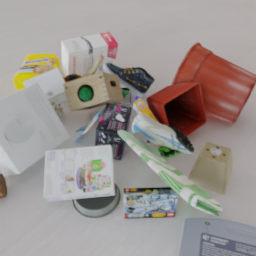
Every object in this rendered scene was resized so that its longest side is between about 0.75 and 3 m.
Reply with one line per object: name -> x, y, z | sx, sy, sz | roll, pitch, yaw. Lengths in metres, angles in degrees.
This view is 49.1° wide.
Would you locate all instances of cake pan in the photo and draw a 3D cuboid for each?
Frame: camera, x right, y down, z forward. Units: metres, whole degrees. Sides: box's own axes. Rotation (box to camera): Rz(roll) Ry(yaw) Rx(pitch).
cake pan -> -0.928, 1.944, 8.155 | 1.421, 0.261, 1.421 | -1, 41, 1

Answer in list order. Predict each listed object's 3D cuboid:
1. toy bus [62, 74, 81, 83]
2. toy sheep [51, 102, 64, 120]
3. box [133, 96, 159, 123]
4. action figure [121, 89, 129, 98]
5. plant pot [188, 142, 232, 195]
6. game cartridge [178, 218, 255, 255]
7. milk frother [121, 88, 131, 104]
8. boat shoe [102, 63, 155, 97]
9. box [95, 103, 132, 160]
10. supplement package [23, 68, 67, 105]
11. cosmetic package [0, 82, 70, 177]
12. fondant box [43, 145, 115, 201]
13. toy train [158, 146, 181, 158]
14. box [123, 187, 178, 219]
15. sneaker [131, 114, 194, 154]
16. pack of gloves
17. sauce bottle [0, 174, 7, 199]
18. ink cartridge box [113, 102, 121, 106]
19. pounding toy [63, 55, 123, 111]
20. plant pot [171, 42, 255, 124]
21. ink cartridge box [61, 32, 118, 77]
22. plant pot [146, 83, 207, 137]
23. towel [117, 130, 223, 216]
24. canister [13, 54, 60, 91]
toy bus -> -2.949, -2.027, 13.249 | 1.522, 1.033, 1.461 | -14, 24, -15
toy sheep -> -2.960, -0.590, 11.362 | 0.763, 0.763, 1.106 | -11, 26, -15
box -> 0.690, -0.319, 9.973 | 0.373, 1.072, 1.800 | -37, 85, -5
action figure -> -0.593, -1.504, 12.082 | 1.405, 0.830, 0.384 | 4, 56, 23
plant pot -> 2.622, 1.147, 8.697 | 1.175, 1.041, 1.176 | 17, 40, 22
game cartridge -> 2.589, 3.078, 6.475 | 2.803, 0.573, 1.866 | 10, 41, 14
milk frother -> -0.295, -1.579, 12.496 | 0.867, 0.922, 0.832 | 2, 72, 3
boat shoe -> 0.050, -2.452, 12.619 | 2.319, 1.052, 0.820 | 33, 32, -12
box -> -0.496, 0.112, 9.997 | 1.013, 1.167, 1.766 | 11, 36, 3
supplement package -> -3.339, -1.564, 11.709 | 1.515, 0.840, 1.180 | -27, 74, -11
cosmetic package -> -3.459, 0.041, 9.026 | 1.328, 2.153, 2.160 | -15, 18, 46
fondant box -> -1.371, 1.282, 7.966 | 1.905, 0.555, 1.374 | -6, 63, 0
toy train -> 1.336, 0.805, 9.799 | 1.652, 0.345, 0.466 | -18, 28, -24
box -> 0.584, 2.024, 7.534 | 1.417, 0.970, 0.283 | -1, 35, -2
sneaker -> 1.047, 0.278, 8.511 | 2.027, 0.734, 0.728 | 28, 28, -1
pack of gloves -> -1.494, -0.194, 10.443 | 0.306, 1.303, 1.551 | 42, 40, -8
sauce bottle -> -4.764, 1.903, 7.882 | 2.440, 0.805, 0.805 | -13, 38, -15
ink cartridge box -> -0.612, -0.856, 12.041 | 0.660, 0.380, 0.904 | -4, 36, -6
pounding toy -> -1.298, -1.620, 10.778 | 1.990, 1.537, 2.161 | -13, 1, 18
plant pot -> 3.498, -1.639, 11.365 | 2.711, 2.787, 2.787 | 29, 44, 19
ink cartridge box -> -2.021, -3.641, 14.422 | 2.654, 1.921, 1.119 | -19, 59, -24
plant pot -> 1.635, -0.685, 10.309 | 1.692, 1.691, 1.491 | -32, 31, -20
towel -> 1.154, 1.197, 7.682 | 0.339, 2.209, 2.896 | -51, 51, 5
canister -> -4.575, -2.796, 14.186 | 1.830, 1.066, 2.464 | -1, 37, -1
